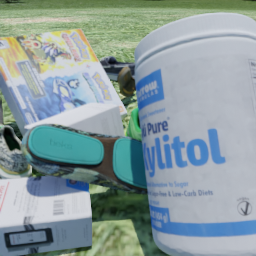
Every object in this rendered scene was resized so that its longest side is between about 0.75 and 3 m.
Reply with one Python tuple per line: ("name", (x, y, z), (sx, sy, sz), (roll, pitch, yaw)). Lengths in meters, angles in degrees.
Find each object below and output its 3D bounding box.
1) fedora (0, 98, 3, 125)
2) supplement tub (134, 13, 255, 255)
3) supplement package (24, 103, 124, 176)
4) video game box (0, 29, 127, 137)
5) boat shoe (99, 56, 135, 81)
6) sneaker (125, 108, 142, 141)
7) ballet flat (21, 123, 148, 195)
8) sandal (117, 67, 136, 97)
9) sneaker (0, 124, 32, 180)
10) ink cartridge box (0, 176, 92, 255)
("fedora", (-4.221, -0.388, 6.239), (1.353, 2.996, 2.650), (-20, -18, 18))
("supplement tub", (1.144, 0.160, 4.051), (1.919, 2.909, 1.919), (-7, -9, -1))
("supplement package", (-1.097, 0.221, 6.127), (1.075, 1.089, 1.796), (10, 26, 44))
("video game box", (-1.832, -1.138, 7.448), (2.727, 0.701, 2.993), (-22, 78, -37))
("boat shoe", (-0.819, -2.606, 11.894), (2.681, 0.909, 0.962), (18, 33, 31))
("sneaker", (0.907, 0.349, 5.929), (1.060, 1.196, 2.862), (-24, 36, -35))
("ballet flat", (-0.445, 0.604, 4.933), (2.774, 1.030, 1.030), (19, 23, -18))
("sandal", (0.054, -1.449, 9.368), (0.472, 1.749, 0.702), (32, 82, 14))
("sneaker", (-2.633, 0.233, 6.020), (0.795, 0.916, 2.068), (-13, 43, -46))
("ink cartridge box", (-1.587, 1.366, 4.491), (1.930, 0.655, 1.120), (-2, 26, -11))
